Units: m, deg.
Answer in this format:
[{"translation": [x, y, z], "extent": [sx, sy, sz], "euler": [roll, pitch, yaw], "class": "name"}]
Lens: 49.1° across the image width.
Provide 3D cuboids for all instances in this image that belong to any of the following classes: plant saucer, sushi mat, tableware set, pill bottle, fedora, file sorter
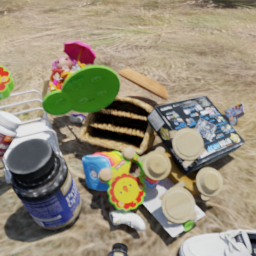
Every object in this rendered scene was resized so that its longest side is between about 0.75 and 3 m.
[{"translation": [0.731, -2.004, 12.547], "extent": [2.500, 0.468, 2.500], "euler": [29, 6, -3], "class": "plant saucer"}, {"translation": [-3.668, -1.280, 12.106], "extent": [0.102, 1.682, 0.804], "euler": [15, 12, -1], "class": "sushi mat"}, {"translation": [1.576, 1.331, 8.068], "extent": [2.117, 0.294, 2.534], "euler": [-25, 82, -14], "class": "tableware set"}, {"translation": [-0.277, 3.465, 7.064], "extent": [0.567, 0.567, 1.014], "euler": [4, 32, 5], "class": "pill bottle"}, {"translation": [-3.792, 0.271, 8.234], "extent": [0.792, 1.388, 0.792], "euler": [33, 5, -4], "class": "pill bottle"}, {"translation": [1.881, 1.538, 9.204], "extent": [2.006, 0.818, 2.006], "euler": [19, 34, -13], "class": "fedora"}, {"translation": [-3.799, 0.166, 10.382], "extent": [2.021, 1.813, 2.912], "euler": [-16, 41, -18], "class": "file sorter"}, {"translation": [-2.261, 1.587, 7.693], "extent": [1.493, 2.670, 1.493], "euler": [-4, 45, 4], "class": "pill bottle"}]

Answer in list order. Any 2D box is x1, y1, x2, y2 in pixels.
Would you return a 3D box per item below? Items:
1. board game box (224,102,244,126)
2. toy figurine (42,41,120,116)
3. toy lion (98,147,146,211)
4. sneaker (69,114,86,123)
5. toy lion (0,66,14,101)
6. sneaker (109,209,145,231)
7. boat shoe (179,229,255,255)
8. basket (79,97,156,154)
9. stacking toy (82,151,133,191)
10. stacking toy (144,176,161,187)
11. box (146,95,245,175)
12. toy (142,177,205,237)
[{"translation": [4.681, -0.571, 12.244], "extent": [0.277, 0.899, 0.898], "euler": [35, 44, -25], "class": "board game box"}, {"translation": [-1.982, -2.009, 10.222], "extent": [2.766, 2.077, 2.546], "euler": [-23, 54, -2], "class": "toy figurine"}, {"translation": [-0.037, 1.594, 8.370], "extent": [1.572, 0.540, 1.506], "euler": [-41, 85, -23], "class": "toy lion"}, {"translation": [-2.183, -0.449, 12.231], "extent": [0.926, 0.322, 0.461], "euler": [14, 32, 38], "class": "sneaker"}, {"translation": [-5.917, -1.450, 10.416], "extent": [2.899, 0.995, 2.779], "euler": [11, 52, 5], "class": "toy lion"}, {"translation": [-0.083, 2.695, 8.028], "extent": [0.664, 0.423, 1.148], "euler": [-9, 15, -35], "class": "sneaker"}, {"translation": [2.855, 3.070, 7.288], "extent": [2.985, 0.976, 1.098], "euler": [-3, 38, -3], "class": "boat shoe"}, {"translation": [-0.252, -0.232, 10.390], "extent": [2.527, 1.804, 1.883], "euler": [13, 10, 18], "class": "basket"}, {"translation": [-0.425, 1.242, 9.685], "extent": [1.255, 1.187, 2.163], "euler": [-3, 10, 40], "class": "stacking toy"}, {"translation": [0.900, 1.324, 8.635], "extent": [0.600, 1.034, 0.568], "euler": [-22, 69, -38], "class": "stacking toy"}, {"translation": [2.429, 0.089, 9.817], "extent": [2.989, 0.688, 2.376], "euler": [-15, 62, -39], "class": "box"}, {"translation": [1.158, 2.353, 8.577], "extent": [1.204, 0.493, 2.090], "euler": [-26, 39, -22], "class": "toy"}]
